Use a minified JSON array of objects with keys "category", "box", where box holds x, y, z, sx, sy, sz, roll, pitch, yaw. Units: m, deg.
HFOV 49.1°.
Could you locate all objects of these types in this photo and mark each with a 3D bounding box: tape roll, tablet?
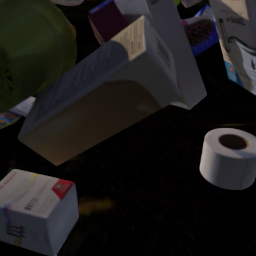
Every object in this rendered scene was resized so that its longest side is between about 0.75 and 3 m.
[{"category":"tape roll","box":[2.456,0.709,6.755,1.324,0.909,1.324,0,30,0]},{"category":"tablet","box":[-3.319,-0.729,9.604,2.001,0.137,1.302,19,29,16]}]

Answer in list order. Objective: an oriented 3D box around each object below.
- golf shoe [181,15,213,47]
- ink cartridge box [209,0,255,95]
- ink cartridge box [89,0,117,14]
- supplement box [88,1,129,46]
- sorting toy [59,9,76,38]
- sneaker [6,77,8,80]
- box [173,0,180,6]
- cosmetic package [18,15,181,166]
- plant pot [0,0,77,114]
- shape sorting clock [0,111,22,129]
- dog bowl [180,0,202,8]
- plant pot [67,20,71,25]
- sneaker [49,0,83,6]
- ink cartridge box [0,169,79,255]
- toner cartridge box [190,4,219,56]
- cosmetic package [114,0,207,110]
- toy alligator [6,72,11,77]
[{"category":"golf shoe","box":[1.390,-2.986,8.545,2.539,1.169,0.922,-6,-19,44]},{"category":"ink cartridge box","box":[3.192,-2.476,7.089,1.220,2.895,2.113,-25,26,5]},{"category":"ink cartridge box","box":[-0.291,-3.540,10.303,1.376,2.306,0.484,-44,13,-25]},{"category":"supplement box","box":[-0.368,-2.171,6.477,0.632,0.814,1.475,-33,4,1]},{"category":"sorting toy","box":[-2.115,-2.609,7.683,0.894,1.309,2.179,-3,26,20]},{"category":"sneaker","box":[-5.449,-1.702,10.822,1.952,0.931,0.771,1,32,5]},{"category":"box","box":[1.421,-4.720,10.225,0.356,0.912,1.495,46,8,13]},{"category":"cosmetic package","box":[-0.540,-0.587,5.043,2.777,0.987,1.461,-28,36,26]},{"category":"plant pot","box":[-2.518,-1.405,5.745,2.422,2.422,2.300,2,31,4]},{"category":"shape sorting clock","box":[-4.637,-0.491,9.256,2.158,0.423,2.158,0,31,0]},{"category":"dog bowl","box":[2.149,-4.015,8.362,1.214,0.356,1.214,-27,18,9]},{"category":"plant pot","box":[-2.319,-3.146,9.161,0.897,0.955,0.955,-22,26,17]},{"category":"sneaker","box":[-1.425,-4.869,9.451,2.952,1.111,1.543,-29,40,-21]},{"category":"ink cartridge box","box":[-1.793,1.545,5.257,1.371,0.991,0.996,10,32,16]},{"category":"toner cartridge box","box":[2.373,-3.118,9.218,1.022,0.465,2.153,35,-7,-9]},{"category":"cosmetic package","box":[0.815,-1.840,6.513,0.719,2.840,1.172,-40,31,-18]},{"category":"toy alligator","box":[-4.524,-2.425,12.527,1.731,0.513,0.470,-22,78,-33]}]
